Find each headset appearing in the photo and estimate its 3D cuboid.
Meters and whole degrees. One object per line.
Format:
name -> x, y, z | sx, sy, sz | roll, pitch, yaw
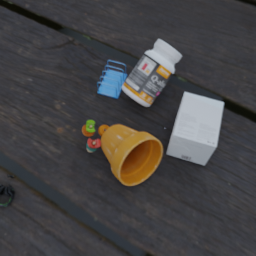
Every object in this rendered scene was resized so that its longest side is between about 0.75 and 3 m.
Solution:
headset -> -4.548, 2.335, 10.457 | 0.710, 0.540, 1.149 | 5, 78, 6

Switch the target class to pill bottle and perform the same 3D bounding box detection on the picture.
pill bottle -> 0.982, -2.247, 11.578 | 1.467, 1.467, 2.521 | 40, 104, 19

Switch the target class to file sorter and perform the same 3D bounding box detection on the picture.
file sorter -> -0.708, -2.182, 12.474 | 0.957, 0.846, 1.380 | 16, 63, 8

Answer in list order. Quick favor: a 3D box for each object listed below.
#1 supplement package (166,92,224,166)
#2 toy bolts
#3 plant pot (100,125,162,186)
supplement package -> 2.562, 0.037, 10.796 | 1.567, 1.556, 2.065 | 16, 59, 8
toy bolts -> -1.282, 0.414, 10.909 | 1.077, 0.782, 1.128 | 9, 62, -18
plant pot -> -0.054, 0.811, 10.372 | 1.974, 1.974, 1.807 | -36, 47, -17
